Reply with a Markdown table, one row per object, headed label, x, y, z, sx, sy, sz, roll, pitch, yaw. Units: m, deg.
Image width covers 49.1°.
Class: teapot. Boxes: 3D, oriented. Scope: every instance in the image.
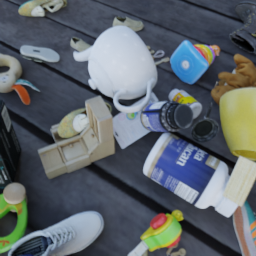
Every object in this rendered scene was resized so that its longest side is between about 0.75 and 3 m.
| label | x | y | z | sx | sy | sz | roll | pitch | yaw |
| --- | --- | --- | --- | --- | --- | --- | --- | --- | --- |
| teapot | -0.383 | -1.770 | 8.778 | 1.824 | 2.498 | 2.465 | -35 | 104 | -11 |

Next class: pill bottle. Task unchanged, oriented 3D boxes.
| label | x | y | z | sx | sy | sz | roll | pitch | yaw |
| --- | --- | --- | --- | --- | --- | --- | --- | --- | --- |
| pill bottle | 1.795 | -0.793 | 9.002 | 0.608 | 0.608 | 1.113 | -25 | 45 | -16 |
| pill bottle | 0.994 | -0.292 | 7.340 | 0.799 | 1.429 | 0.799 | -1 | 92 | -29 |
| pill bottle | 1.717 | 1.226 | 7.284 | 2.399 | 1.332 | 1.332 | 30 | 61 | 16 |

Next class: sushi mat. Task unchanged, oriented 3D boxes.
| label | x | y | z | sx | sy | sz | roll | pitch | yaw |
| --- | --- | --- | --- | --- | --- | --- | --- | --- | --- |
| sushi mat | 2.570 | 1.205 | 6.366 | 0.501 | 0.063 | 1.047 | 27 | 98 | 38 |

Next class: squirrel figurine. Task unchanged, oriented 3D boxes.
| label | x | y | z | sx | sy | sz | roll | pitch | yaw |
| --- | --- | --- | --- | --- | --- | --- | --- | --- | --- |
| squirrel figurine | 3.597 | -1.202 | 9.031 | 1.707 | 1.208 | 1.593 | 38 | 67 | 23 |

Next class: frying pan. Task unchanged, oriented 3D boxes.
| label | x | y | z | sx | sy | sz | roll | pitch | yaw |
| --- | --- | --- | --- | --- | --- | --- | --- | --- | --- |
| frying pan | 2.050 | -0.132 | 7.730 | 0.776 | 1.283 | 0.209 | -21 | 31 | 7 |

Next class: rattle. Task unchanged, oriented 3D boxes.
| label | x | y | z | sx | sy | sz | roll | pitch | yaw |
| --- | --- | --- | --- | --- | --- | --- | --- | --- | --- |
| rattle | -4.232 | -2.147 | 9.277 | 2.694 | 1.925 | 1.754 | 36 | 40 | 30 |

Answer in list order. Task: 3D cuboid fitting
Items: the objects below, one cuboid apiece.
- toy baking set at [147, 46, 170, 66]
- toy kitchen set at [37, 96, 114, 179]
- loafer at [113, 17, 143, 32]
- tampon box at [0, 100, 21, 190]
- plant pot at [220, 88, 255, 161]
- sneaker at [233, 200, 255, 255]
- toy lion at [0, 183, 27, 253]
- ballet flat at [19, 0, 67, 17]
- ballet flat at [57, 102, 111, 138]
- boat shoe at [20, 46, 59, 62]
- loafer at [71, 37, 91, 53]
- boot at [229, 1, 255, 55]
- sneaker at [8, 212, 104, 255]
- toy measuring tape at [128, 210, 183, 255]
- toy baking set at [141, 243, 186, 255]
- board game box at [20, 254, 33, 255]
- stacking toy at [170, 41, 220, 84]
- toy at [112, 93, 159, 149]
| label | x | y | z | sx | sy | sz | roll | pitch | yaw |
| --- | --- | --- | --- | --- | --- | --- | --- | --- | --- |
| toy baking set | 0.801 | -2.695 | 10.610 | 1.427 | 0.166 | 1.095 | 27 | 60 | 17 |
| toy kitchen set | -1.642 | 0.010 | 7.798 | 2.019 | 1.822 | 1.648 | -21 | 57 | -16 |
| loafer | -0.007 | -4.293 | 11.514 | 1.277 | 0.436 | 0.483 | 5 | 56 | 3 |
| tampon box | -4.325 | 0.559 | 7.219 | 2.448 | 1.834 | 1.545 | -8 | 36 | -6 |
| plant pot | 3.555 | 0.052 | 7.822 | 2.164 | 2.164 | 1.536 | 13 | 76 | 9 |
| sneaker | 3.099 | 2.598 | 6.857 | 0.699 | 0.625 | 1.750 | 0 | 61 | -7 |
| toy lion | -3.500 | 2.466 | 6.483 | 2.207 | 0.758 | 2.115 | -3 | 56 | -18 |
| ballet flat | -3.587 | -5.191 | 12.009 | 2.127 | 0.752 | 0.752 | -31 | 62 | -18 |
| ballet flat | -1.229 | -0.292 | 8.380 | 0.682 | 0.682 | 1.929 | 36 | 45 | 21 |
| boat shoe | -3.271 | -2.689 | 10.400 | 1.381 | 0.440 | 0.488 | 11 | 65 | -18 |
| loafer | -1.815 | -3.164 | 10.774 | 1.100 | 0.376 | 0.416 | 27 | 63 | 22 |
| boot | 4.707 | -4.016 | 11.124 | 1.979 | 0.787 | 2.273 | -34 | 65 | -21 |
| sneaker | -1.645 | 2.663 | 6.583 | 2.292 | 0.812 | 0.837 | -24 | 71 | -12 |
| toy measuring tape | 0.605 | 2.676 | 6.533 | 2.141 | 0.788 | 0.788 | -36 | 63 | -29 |
| toy baking set | 0.822 | 3.230 | 6.653 | 1.102 | 0.167 | 1.435 | 6 | 56 | 4 |
| board game box | -1.532 | 4.040 | 5.110 | 2.511 | 0.775 | 2.510 | 10 | 77 | 24 |
| stacking toy | 2.642 | -2.561 | 10.056 | 2.150 | 1.180 | 1.248 | -32 | 78 | -36 |
| toy | 0.321 | -0.203 | 8.641 | 1.712 | 0.404 | 0.986 | -34 | 75 | 9 |
